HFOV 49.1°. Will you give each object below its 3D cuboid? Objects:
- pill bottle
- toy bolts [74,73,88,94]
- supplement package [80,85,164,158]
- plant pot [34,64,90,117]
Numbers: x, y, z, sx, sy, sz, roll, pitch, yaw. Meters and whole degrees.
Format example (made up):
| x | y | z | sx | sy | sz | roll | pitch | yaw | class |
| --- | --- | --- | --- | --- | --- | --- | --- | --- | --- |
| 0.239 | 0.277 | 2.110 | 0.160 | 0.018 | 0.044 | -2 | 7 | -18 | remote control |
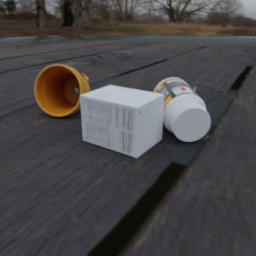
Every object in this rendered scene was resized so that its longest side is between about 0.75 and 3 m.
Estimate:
| x | y | z | sx | sy | sz | roll | pitch | yaw | class |
| --- | --- | --- | --- | --- | --- | --- | --- | --- | --- |
| 1.766 | -0.664 | 9.536 | 1.467 | 1.467 | 2.521 | -3 | 28 | -6 | pill bottle |
| -2.268 | -1.932 | 13.295 | 0.782 | 1.128 | 1.077 | 9 | 34 | -42 | toy bolts |
| -0.177 | -0.295 | 8.713 | 2.065 | 1.556 | 1.567 | 15 | 27 | 31 | supplement package |
| -2.465 | -1.508 | 11.428 | 1.974 | 1.974 | 1.807 | 6 | 9 | 13 | plant pot |
